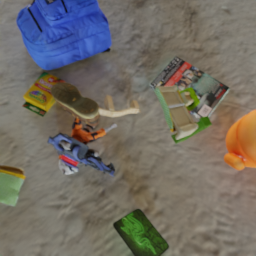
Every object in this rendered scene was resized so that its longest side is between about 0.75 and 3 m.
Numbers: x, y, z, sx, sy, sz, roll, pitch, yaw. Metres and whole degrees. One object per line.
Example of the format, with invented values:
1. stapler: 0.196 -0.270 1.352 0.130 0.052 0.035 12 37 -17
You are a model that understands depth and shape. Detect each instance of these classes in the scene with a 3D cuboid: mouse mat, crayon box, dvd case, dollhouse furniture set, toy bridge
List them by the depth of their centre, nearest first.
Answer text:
1. dollhouse furniture set: 1.178 -0.309 7.468 2.041 1.025 1.337 -12 72 -54
2. mouse mat: 0.356 2.907 7.546 1.108 0.052 1.376 -17 54 -44
3. dollhouse furniture set: -4.263 1.467 8.160 2.248 0.868 1.123 9 64 5
4. toy bridge: -0.609 -0.691 8.987 2.258 0.307 0.759 8 44 -24
5. crayon box: -2.933 -1.185 9.729 0.931 0.373 1.467 25 66 10
6. dvd case: 2.170 -1.427 9.942 2.314 0.255 1.689 34 69 17

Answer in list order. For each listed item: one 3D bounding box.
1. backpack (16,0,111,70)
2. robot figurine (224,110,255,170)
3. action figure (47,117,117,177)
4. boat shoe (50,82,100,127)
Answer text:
1. backpack: -2.414 -3.675 9.904 2.867 2.406 2.330 -27 60 -9
2. robot figurine: 3.578 0.336 7.654 1.867 2.596 1.514 -7 78 5
3. action figure: -1.273 0.601 8.719 2.248 1.176 2.175 39 74 -13
4. boat shoe: -1.505 -0.645 7.810 0.689 0.647 1.915 -38 55 -25
